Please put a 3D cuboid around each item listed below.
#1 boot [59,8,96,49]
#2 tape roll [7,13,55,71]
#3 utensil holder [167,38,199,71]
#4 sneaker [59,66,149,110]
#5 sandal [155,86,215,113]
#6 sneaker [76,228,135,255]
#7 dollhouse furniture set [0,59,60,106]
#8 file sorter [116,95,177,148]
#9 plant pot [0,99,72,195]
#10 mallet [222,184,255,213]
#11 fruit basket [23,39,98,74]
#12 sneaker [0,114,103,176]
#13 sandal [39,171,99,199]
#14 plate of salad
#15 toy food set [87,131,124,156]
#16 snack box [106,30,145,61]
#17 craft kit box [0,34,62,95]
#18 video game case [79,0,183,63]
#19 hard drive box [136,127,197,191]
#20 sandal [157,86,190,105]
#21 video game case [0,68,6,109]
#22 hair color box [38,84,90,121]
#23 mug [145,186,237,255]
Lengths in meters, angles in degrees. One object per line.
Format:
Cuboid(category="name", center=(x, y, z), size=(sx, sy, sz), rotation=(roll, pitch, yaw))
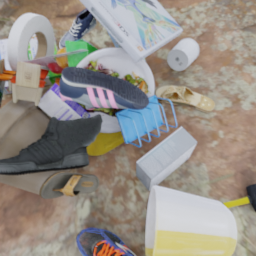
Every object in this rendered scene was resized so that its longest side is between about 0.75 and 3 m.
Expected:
Cuboid(category="boot", center=(-1.710, -3.232, 9.153), size=(0.578, 0.718, 1.589), rotation=(39, 80, 11))
Cuboid(category="tape roll", center=(-3.352, -2.799, 9.898), size=(0.426, 2.330, 2.330), rotation=(16, 66, 11))
Cuboid(category="utensil holder", center=(2.137, -2.856, 10.941), size=(0.954, 0.954, 1.122), rotation=(31, 46, 13))
Cuboid(category="sneaker", center=(-0.707, -0.912, 8.080), size=(2.575, 1.056, 0.903), rotation=(17, 43, -13))
Cuboid(category="sandal", center=(2.219, -1.289, 10.688), size=(2.330, 0.766, 0.854), rotation=(19, 67, 9))
Cuboid(category="sneaker", center=(-0.232, 3.855, 8.094), size=(2.968, 1.164, 1.118), rotation=(29, 67, 12))
Cuboid(category="dollhouse furniture set", center=(-2.871, -1.571, 8.521), size=(2.247, 1.158, 2.223), rotation=(8, 21, -14))
Cuboid(category="file sorter", center=(0.615, -0.213, 8.832), size=(1.557, 0.956, 1.081), rotation=(-27, 113, -23))
Cuboid(category="plant pot", center=(-2.996, 0.840, 8.862), size=(2.510, 2.893, 2.893), rotation=(34, 69, -4))
Cuboid(category="mallet", center=(3.246, 2.644, 9.067), size=(2.776, 0.571, 0.914), rotation=(-20, 66, -4))
Cuboid(category="fruit basket", center=(-2.061, -2.265, 9.240), size=(2.109, 1.954, 0.989), rotation=(-2, 92, 16))
Cuboid(category="sneaker", center=(-2.088, 0.406, 7.661), size=(2.901, 0.871, 1.513), rotation=(-3, 77, -20))
Cuboid(category="sandal", center=(-1.422, 1.549, 7.298), size=(0.480, 1.759, 0.719), rotation=(23, 99, 48))
Cuboid(category="plate of salad", center=(-0.468, -1.064, 8.956), size=(2.887, 2.887, 0.693), rotation=(-18, 30, -8))
Cuboid(category="toy food set", center=(-0.726, -0.012, 10.152), size=(2.569, 0.839, 1.511), rotation=(-29, 89, -11))
Cuboid(category="snack box", center=(-0.166, -3.365, 10.273), size=(0.691, 2.608, 1.855), rotation=(-23, 33, 13))
Cuboid(category="craft kit box", center=(-4.056, -2.752, 11.503), size=(2.422, 0.595, 2.452), rotation=(-15, 66, -4))
Cuboid(category="video game case", center=(0.184, -3.579, 8.775), size=(2.681, 0.324, 2.941), rotation=(48, 46, -1))
Cuboid(category="hard drive box", center=(1.210, 1.056, 9.206), size=(1.923, 1.499, 0.739), rotation=(-36, 69, -16))
Cuboid(category="sandal", center=(1.415, -1.203, 9.994), size=(0.705, 1.922, 0.632), rotation=(12, 88, -39))
Cuboid(category="video game case", center=(-4.426, -1.186, 8.975), size=(0.288, 2.431, 2.213), rotation=(9, 81, -11))
Cuboid(category="hair color box", center=(-1.985, -0.555, 8.670), size=(1.459, 0.797, 0.473), rotation=(44, 32, -16))
Cuboid(category="mug", center=(1.718, 3.158, 7.996), size=(2.286, 2.230, 2.784), rotation=(6, 87, -2))
